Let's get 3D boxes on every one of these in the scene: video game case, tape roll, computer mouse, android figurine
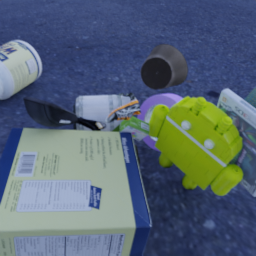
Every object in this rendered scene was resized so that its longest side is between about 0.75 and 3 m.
[{"bbox_3d":[2.586,0.369,6.416,0.230,1.967,1.788,-22,49,-21],"label":"video game case"},{"bbox_3d":[1.126,-0.162,8.553,1.727,1.727,0.566,28,25,33],"label":"tape roll"},{"bbox_3d":[-1.468,-0.149,6.895,1.618,0.530,2.305,16,-4,12],"label":"computer mouse"},{"bbox_3d":[1.627,0.449,7.004,0.610,2.972,2.705,-36,69,-29],"label":"android figurine"}]

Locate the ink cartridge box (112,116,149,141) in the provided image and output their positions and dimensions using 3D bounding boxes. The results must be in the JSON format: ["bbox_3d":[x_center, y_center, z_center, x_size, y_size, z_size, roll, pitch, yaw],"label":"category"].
[{"bbox_3d":[0.047,0.113,7.400,0.653,0.883,0.335,23,49,-27],"label":"ink cartridge box"}]

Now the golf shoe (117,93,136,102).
[{"bbox_3d":[-0.114,-1.006,10.425,1.124,0.495,0.434,8,60,53],"label":"golf shoe"}]

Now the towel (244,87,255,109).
[{"bbox_3d":[3.048,-0.010,6.361,0.170,1.146,1.563,5,44,-43],"label":"towel"}]

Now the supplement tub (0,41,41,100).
[{"bbox_3d":[-5.309,-2.430,12.077,1.980,1.980,2.731,14,38,18],"label":"supplement tub"}]

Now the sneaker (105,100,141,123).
[{"bbox_3d":[-0.094,-0.315,6.369,0.905,0.354,0.350,-27,86,-18],"label":"sneaker"}]

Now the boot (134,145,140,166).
[{"bbox_3d":[0.111,0.844,8.153,0.385,1.019,0.375,7,52,12],"label":"boot"}]

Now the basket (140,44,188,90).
[{"bbox_3d":[1.293,-2.162,10.363,1.815,1.369,2.013,52,29,-5],"label":"basket"}]

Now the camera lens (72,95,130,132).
[{"bbox_3d":[-0.884,-0.339,9.541,1.908,1.526,1.526,-3,36,-6],"label":"camera lens"}]

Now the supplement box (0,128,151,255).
[{"bbox_3d":[-1.276,1.616,6.210,2.885,1.939,2.888,3,35,-11],"label":"supplement box"}]
